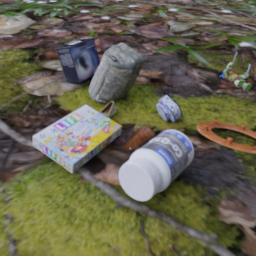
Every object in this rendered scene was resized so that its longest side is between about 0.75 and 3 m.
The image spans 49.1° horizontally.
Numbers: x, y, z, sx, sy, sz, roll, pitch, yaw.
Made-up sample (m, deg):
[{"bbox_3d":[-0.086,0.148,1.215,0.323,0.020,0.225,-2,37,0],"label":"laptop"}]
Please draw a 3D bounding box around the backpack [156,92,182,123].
[{"bbox_3d":[1.524,-0.666,10.302,0.749,0.972,0.926,-42,47,-7],"label":"backpack"}]

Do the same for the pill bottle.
[{"bbox_3d":[0.774,0.944,7.381,1.214,1.214,2.135,21,31,28],"label":"pill bottle"}]

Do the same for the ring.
[{"bbox_3d":[3.457,0.207,8.933,2.493,0.239,2.493,10,18,-3],"label":"ring"}]

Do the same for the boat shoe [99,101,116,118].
[{"bbox_3d":[-0.890,-0.507,10.418,0.502,0.430,1.370,10,39,21],"label":"boat shoe"}]

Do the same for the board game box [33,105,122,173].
[{"bbox_3d":[-1.547,0.241,8.939,1.618,0.412,2.406,30,42,19],"label":"board game box"}]

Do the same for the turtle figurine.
[{"bbox_3d":[4.896,-2.429,12.307,1.551,1.116,1.504,-28,44,11],"label":"turtle figurine"}]

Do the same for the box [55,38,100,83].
[{"bbox_3d":[-2.249,-3.186,13.179,1.032,1.661,1.675,8,33,37],"label":"box"}]

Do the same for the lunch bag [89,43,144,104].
[{"bbox_3d":[-0.604,-2.131,11.288,1.476,2.119,1.777,42,41,12],"label":"lunch bag"}]
